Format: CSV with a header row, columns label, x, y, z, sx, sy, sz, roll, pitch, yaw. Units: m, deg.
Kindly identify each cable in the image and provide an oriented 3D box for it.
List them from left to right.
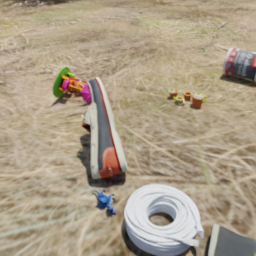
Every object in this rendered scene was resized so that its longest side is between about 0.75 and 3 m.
label,x,y,z,sx,sy,sz,roll,pitch,yaw
cable,0.717,1.912,5.967,1.586,0.549,1.586,1,34,4

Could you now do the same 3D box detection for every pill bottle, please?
label,x,y,z,sx,sy,sz,roll,pitch,yaw
pill bottle,5.279,-2.671,12.084,2.062,1.195,1.195,20,39,26

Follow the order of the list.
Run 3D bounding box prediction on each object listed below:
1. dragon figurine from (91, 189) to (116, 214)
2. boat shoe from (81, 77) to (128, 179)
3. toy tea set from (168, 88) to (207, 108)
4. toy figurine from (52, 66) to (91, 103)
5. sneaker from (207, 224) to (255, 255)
label,x,y,z,sx,sy,sz,roll,pitch,yaw
dragon figurine,-0.594,1.690,6.538,0.873,0.257,0.434,20,39,24
boat shoe,-0.804,-0.078,7.615,0.926,1.054,2.961,-17,66,1
toy tea set,2.222,-1.238,10.557,1.482,0.549,0.881,9,35,13
toy figurine,-1.814,-1.512,10.799,1.542,1.258,1.675,22,13,7
sneaker,1.869,2.506,4.982,0.919,0.647,1.730,10,34,18
